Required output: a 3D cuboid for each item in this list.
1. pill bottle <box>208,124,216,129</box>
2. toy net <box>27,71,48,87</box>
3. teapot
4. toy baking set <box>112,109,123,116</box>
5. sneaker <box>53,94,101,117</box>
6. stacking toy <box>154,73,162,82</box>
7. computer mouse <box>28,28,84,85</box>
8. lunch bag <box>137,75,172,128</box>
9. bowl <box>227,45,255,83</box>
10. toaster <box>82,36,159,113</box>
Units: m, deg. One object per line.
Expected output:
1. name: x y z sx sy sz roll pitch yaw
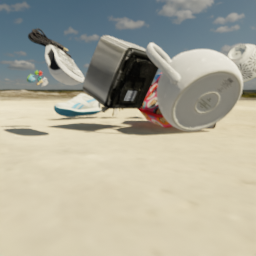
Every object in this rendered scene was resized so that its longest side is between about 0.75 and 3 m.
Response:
1. pill bottle: 2.569 -0.212 9.630 0.825 0.461 0.461 1 7 2
2. toy net: -3.978 -2.217 12.524 0.244 0.664 1.265 31 7 12
3. teapot: 1.875 -1.342 8.403 2.630 2.665 1.946 -15 48 -10
4. toy baking set: -0.429 -0.830 11.199 0.778 0.597 0.091 -36 -42 23
5. sneaker: -2.383 -1.063 13.063 2.310 0.933 0.884 -4 -15 -37
6. stacking toy: 1.808 -2.276 12.836 0.840 0.794 1.447 -5 22 24
7. computer mouse: -1.982 -1.845 7.812 1.384 0.554 2.524 32 17 -42
8. lunch bag: 1.519 -1.243 10.536 0.993 2.424 2.135 48 -14 -33
9. bowl: 3.817 -2.304 9.410 0.713 1.520 1.520 41 -18 -32
10. toaster: -0.215 -1.671 9.000 1.332 2.029 2.244 34 23 29
